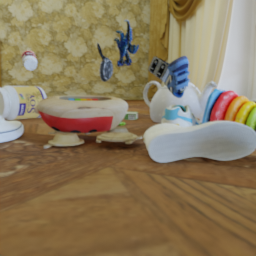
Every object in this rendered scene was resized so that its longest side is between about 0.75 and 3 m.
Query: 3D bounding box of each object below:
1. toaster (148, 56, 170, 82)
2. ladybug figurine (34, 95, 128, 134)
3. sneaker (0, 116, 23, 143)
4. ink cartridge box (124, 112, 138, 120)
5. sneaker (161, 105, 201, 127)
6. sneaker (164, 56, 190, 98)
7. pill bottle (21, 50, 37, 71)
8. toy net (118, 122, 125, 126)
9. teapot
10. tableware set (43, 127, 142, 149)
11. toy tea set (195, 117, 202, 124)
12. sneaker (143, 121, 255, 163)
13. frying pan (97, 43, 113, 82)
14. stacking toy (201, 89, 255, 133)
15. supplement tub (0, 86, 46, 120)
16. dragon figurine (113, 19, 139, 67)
[{"bbox_3d":[2.024,-2.997,14.945,1.568,0.931,1.418,14,25,-42],"label":"toaster"},{"bbox_3d":[-1.379,-0.423,8.498,2.765,0.995,1.877,0,14,-13],"label":"ladybug figurine"},{"bbox_3d":[-4.046,-0.087,8.209,1.051,1.019,2.878,1,8,10],"label":"sneaker"},{"bbox_3d":[0.174,-0.648,14.930,0.606,0.346,1.168,1,8,8],"label":"ink cartridge box"},{"bbox_3d":[1.832,-0.243,9.242,1.014,1.071,2.651,2,7,23],"label":"sneaker"},{"bbox_3d":[1.709,-1.656,9.273,0.703,0.782,1.902,-22,-20,-4],"label":"sneaker"},{"bbox_3d":[-4.801,-3.273,13.618,0.672,0.672,1.177,-3,34,-24],"label":"pill bottle"},{"bbox_3d":[-1.041,-0.378,12.675,1.130,0.416,2.153,-5,9,-32],"label":"toy net"},{"bbox_3d":[2.354,-1.361,13.527,2.926,2.137,2.888,-1,8,-5],"label":"teapot"},{"bbox_3d":[-1.045,0.246,8.412,2.946,0.342,2.461,0,8,3],"label":"tableware set"},{"bbox_3d":[3.390,-0.346,10.735,2.328,0.862,1.385,0,8,4],"label":"toy tea set"},{"bbox_3d":[1.572,0.200,6.578,2.451,0.903,1.416,-2,11,-5],"label":"sneaker"},{"bbox_3d":[-0.918,-2.769,11.773,0.277,1.699,1.028,11,29,21],"label":"frying pan"},{"bbox_3d":[3.708,-0.130,8.211,1.645,1.556,2.835,-4,20,-45],"label":"stacking toy"},{"bbox_3d":[-5.702,-1.321,14.672,1.751,1.751,2.408,6,10,38],"label":"supplement tub"},{"bbox_3d":[-0.043,-3.556,12.077,0.754,1.275,2.564,-18,-8,-20],"label":"dragon figurine"}]
